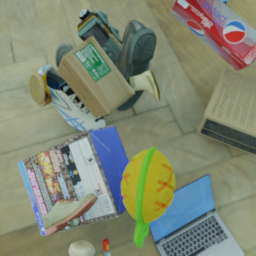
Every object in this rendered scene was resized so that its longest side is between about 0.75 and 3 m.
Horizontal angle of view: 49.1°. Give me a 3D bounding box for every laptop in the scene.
[{"bbox_3d":[1.650,2.568,6.832,1.904,1.179,2.034,-24,63,-13],"label":"laptop"}]

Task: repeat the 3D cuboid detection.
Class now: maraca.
[{"bbox_3d":[0.345,1.245,5.114,0.966,1.238,1.805,8,99,20],"label":"maraca"}]

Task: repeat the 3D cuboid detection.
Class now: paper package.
[{"bbox_3d":[-0.907,-1.254,7.543,0.940,1.732,1.817,-41,101,-17],"label":"paper package"}]

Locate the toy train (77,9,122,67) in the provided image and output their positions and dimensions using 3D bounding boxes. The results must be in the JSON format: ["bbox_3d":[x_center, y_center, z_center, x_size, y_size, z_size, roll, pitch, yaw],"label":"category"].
[{"bbox_3d":[-0.690,-2.745,9.246,1.050,2.463,1.404,-31,39,20],"label":"toy train"}]

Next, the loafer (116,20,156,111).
[{"bbox_3d":[0.074,-1.806,8.473,1.043,2.904,0.913,-14,53,-29],"label":"loafer"}]

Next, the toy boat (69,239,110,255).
[{"bbox_3d":[-0.745,2.455,5.519,0.813,0.684,0.378,-2,88,-19],"label":"toy boat"}]

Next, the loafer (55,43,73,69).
[{"bbox_3d":[-1.867,-1.898,9.059,0.674,1.792,0.624,-3,35,5],"label":"loafer"}]

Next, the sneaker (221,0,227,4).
[{"bbox_3d":[3.839,-5.773,11.897,0.541,0.620,1.380,-11,61,-6],"label":"sneaker"}]

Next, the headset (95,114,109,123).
[{"bbox_3d":[-0.843,-0.582,8.760,0.473,0.621,1.006,-29,37,18],"label":"headset"}]

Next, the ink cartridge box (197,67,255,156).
[{"bbox_3d":[3.470,-0.557,8.599,2.011,0.917,2.440,24,54,12],"label":"ink cartridge box"}]

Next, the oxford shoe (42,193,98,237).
[{"bbox_3d":[-1.222,1.631,5.600,1.382,0.489,0.510,-36,70,12],"label":"oxford shoe"}]

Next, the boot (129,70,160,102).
[{"bbox_3d":[0.443,-1.019,7.337,0.661,0.851,0.310,-15,19,21],"label":"boot"}]

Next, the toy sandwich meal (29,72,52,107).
[{"bbox_3d":[-2.505,-1.109,8.049,0.350,1.023,1.023,-12,57,-39],"label":"toy sandwich meal"}]

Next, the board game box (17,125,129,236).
[{"bbox_3d":[-1.160,1.232,6.547,2.324,1.126,1.853,-23,84,29],"label":"board game box"}]

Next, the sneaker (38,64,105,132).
[{"bbox_3d":[-1.742,-0.825,8.587,2.653,0.961,0.953,43,57,-4],"label":"sneaker"}]

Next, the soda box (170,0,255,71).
[{"bbox_3d":[2.699,-3.033,8.469,2.900,1.015,0.920,41,93,-1],"label":"soda box"}]
